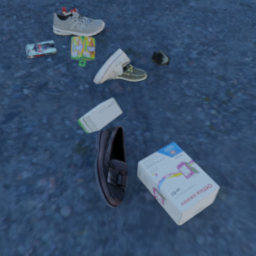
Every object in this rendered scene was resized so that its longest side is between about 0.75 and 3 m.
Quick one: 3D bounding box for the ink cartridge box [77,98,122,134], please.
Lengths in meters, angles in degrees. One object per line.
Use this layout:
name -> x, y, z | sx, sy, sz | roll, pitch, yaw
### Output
ink cartridge box -> -0.793, -0.307, 7.625 | 0.867, 1.183, 0.491 | -38, 100, -20

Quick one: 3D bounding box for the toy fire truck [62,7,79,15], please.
toy fire truck -> -3.349, -6.643, 16.324 | 0.868, 0.300, 1.231 | -13, 51, -10

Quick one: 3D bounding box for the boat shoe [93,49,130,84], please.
boat shoe -> -0.549, -2.174, 10.429 | 0.700, 0.767, 2.131 | 39, 41, -7

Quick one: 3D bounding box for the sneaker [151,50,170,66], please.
sneaker -> 1.539, -3.023, 12.169 | 0.700, 0.666, 1.766 | 10, 17, -12

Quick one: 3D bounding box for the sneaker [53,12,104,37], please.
sneaker -> -2.650, -5.537, 14.794 | 2.754, 1.129, 1.029 | -3, 49, -3

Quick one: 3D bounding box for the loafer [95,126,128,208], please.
loafer -> -0.454, 1.067, 8.903 | 0.898, 1.025, 2.852 | -32, 44, 22

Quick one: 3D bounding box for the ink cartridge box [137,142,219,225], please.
ink cartridge box -> 1.494, 1.659, 8.644 | 1.504, 0.881, 2.082 | -27, 55, -22

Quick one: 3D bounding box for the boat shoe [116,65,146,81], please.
boat shoe -> -0.067, -2.518, 12.542 | 1.795, 0.537, 0.641 | 7, 49, 6

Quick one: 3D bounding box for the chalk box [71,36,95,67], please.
chalk box -> -1.605, -2.704, 9.973 | 0.617, 0.996, 0.620 | 7, 9, 37

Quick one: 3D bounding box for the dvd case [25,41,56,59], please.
dvd case -> -4.386, -3.938, 14.048 | 1.428, 0.157, 1.042 | -14, 50, -11
